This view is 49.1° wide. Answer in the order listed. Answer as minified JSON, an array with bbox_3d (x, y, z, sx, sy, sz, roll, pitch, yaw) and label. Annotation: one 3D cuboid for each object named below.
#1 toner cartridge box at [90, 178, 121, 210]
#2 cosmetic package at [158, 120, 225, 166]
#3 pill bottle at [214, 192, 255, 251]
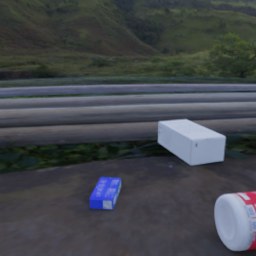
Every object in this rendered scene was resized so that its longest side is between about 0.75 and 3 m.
[{"bbox_3d":[-0.547,1.627,7.070,0.570,0.259,1.199,3,15,7],"label":"toner cartridge box"},{"bbox_3d":[2.207,0.440,10.289,1.311,0.921,2.586,-5,15,-17],"label":"cosmetic package"},{"bbox_3d":[2.664,1.702,5.304,1.782,1.001,1.001,-3,15,-9],"label":"pill bottle"}]
